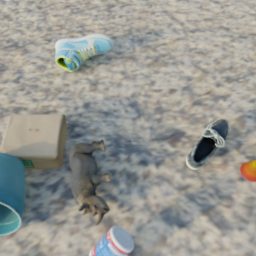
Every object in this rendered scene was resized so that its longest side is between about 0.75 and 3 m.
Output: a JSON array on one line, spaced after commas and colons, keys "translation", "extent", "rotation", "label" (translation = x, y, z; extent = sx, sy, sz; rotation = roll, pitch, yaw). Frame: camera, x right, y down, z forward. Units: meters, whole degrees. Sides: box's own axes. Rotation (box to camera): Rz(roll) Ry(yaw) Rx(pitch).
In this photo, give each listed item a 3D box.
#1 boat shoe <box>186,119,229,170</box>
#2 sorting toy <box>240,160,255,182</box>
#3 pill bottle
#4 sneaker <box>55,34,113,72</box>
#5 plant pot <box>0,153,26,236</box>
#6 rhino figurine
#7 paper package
[{"translation": [2.574, 0.432, 8.829], "extent": [2.037, 0.630, 0.763], "rotation": [-42, 78, -16], "label": "boat shoe"}, {"translation": [4.447, 0.886, 8.737], "extent": [2.075, 0.715, 0.719], "rotation": [-27, 57, -18], "label": "sorting toy"}, {"translation": [-0.502, 3.055, 6.772], "extent": [1.258, 0.706, 0.706], "rotation": [-50, 60, 13], "label": "pill bottle"}, {"translation": [-1.840, -2.990, 11.540], "extent": [2.461, 0.979, 1.607], "rotation": [-7, 50, 6], "label": "sneaker"}, {"translation": [-3.600, 1.687, 7.571], "extent": [1.822, 1.822, 1.712], "rotation": [-1, 41, -1], "label": "plant pot"}, {"translation": [-1.094, 1.519, 8.161], "extent": [1.146, 0.784, 2.621], "rotation": [-9, 61, -6], "label": "rhino figurine"}, {"translation": [-2.943, 0.438, 8.945], "extent": [1.766, 0.913, 1.683], "rotation": [0, 53, -1], "label": "paper package"}]
